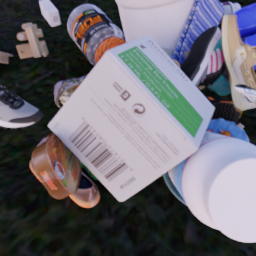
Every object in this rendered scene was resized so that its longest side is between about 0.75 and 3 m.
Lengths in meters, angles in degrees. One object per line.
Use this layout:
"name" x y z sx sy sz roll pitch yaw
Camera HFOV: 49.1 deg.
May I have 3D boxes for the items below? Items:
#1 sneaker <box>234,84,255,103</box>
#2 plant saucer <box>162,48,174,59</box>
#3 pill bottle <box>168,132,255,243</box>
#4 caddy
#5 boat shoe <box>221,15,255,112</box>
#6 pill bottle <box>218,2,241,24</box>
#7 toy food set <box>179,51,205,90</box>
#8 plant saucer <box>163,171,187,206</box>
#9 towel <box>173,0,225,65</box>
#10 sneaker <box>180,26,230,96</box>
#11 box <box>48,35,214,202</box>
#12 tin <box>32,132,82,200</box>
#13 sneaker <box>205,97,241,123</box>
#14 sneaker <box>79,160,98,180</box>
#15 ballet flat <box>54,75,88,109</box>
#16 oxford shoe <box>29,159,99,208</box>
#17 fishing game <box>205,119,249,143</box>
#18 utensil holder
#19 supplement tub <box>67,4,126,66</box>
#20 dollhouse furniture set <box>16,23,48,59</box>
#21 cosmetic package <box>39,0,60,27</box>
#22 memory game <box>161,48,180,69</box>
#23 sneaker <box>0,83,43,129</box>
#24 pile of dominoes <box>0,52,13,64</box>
"sneaker" 2.378 -0.653 5.489 0.802 0.290 0.288 14 21 -28
"plant saucer" 0.911 -1.564 8.296 1.547 1.547 0.388 -11 41 -10
"pill bottle" 1.717 0.936 5.351 1.598 2.939 1.598 0 94 0
"caddy" 4.641 -3.297 10.322 2.882 1.513 2.037 -23 73 -15
"boat shoe" 2.766 -1.572 6.668 0.773 2.330 0.862 -8 18 31
"pill bottle" 4.085 -4.998 12.204 1.498 0.834 0.834 -13 50 -13
"toy food set" 0.932 -0.816 7.697 2.729 1.735 0.430 -37 27 -5
"plant saucer" 2.042 1.166 7.067 2.432 0.437 2.432 1 48 -1
"towel" 2.136 -2.723 8.222 0.282 1.715 2.369 25 98 35
"sneaker" 2.081 -1.280 7.315 1.073 1.550 2.567 -10 41 56
"box" 0.117 -0.216 5.726 2.210 2.221 1.903 47 35 -2
"tin" -1.372 0.691 5.608 0.409 1.094 1.954 -31 13 3
"sneaker" 2.243 -0.583 8.528 2.307 0.807 1.038 13 15 27
"sneaker" -0.871 1.001 7.189 1.354 0.501 0.566 13 46 11
"ballet flat" -0.907 -1.069 7.814 2.759 0.992 0.992 -14 45 22
"oxford shoe" -1.595 1.112 6.895 2.115 0.771 0.754 24 51 19
"fishing game" 2.305 0.409 7.218 1.614 0.350 2.255 -44 55 -9
"utensil holder" 1.066 -3.103 8.908 2.452 2.885 2.452 -9 42 8
"supplement tub" -1.083 -3.256 10.209 1.563 1.563 2.551 -23 53 -19
"dollhouse furniture set" -2.997 -2.451 8.174 0.897 1.047 1.101 -11 31 0
"cosmetic package" -3.486 -5.116 12.433 0.483 0.664 1.306 -24 53 -20
"memory game" 0.397 -0.940 6.715 2.067 2.067 0.132 26 26 21
"sneaker" -2.916 -0.634 6.249 2.101 0.833 0.776 22 33 1
"pile of dominoes" -5.585 -2.653 10.016 2.429 0.387 1.893 8 9 8
